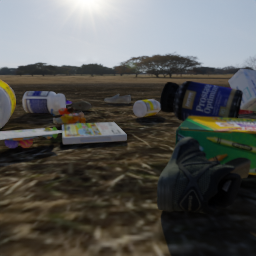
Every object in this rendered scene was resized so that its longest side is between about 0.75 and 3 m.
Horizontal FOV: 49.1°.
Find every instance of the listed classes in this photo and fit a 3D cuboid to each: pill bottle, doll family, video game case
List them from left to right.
[{"bbox_3d":[-4.440,-0.798,8.915,1.537,1.537,2.813,-3,12,-17],"label":"pill bottle"},{"bbox_3d":[-3.585,-1.104,12.060,1.613,0.934,0.934,2,11,7],"label":"pill bottle"},{"bbox_3d":[-1.867,-0.274,9.154,0.855,0.621,1.377,-5,-8,13],"label":"doll family"},{"bbox_3d":[-1.006,0.117,7.777,1.602,0.201,1.760,-3,12,-13],"label":"video game case"},{"bbox_3d":[0.797,-0.807,11.266,0.653,0.653,1.195,9,14,39],"label":"pill bottle"},{"bbox_3d":[1.896,-0.633,7.398,1.947,1.089,1.089,15,16,23],"label":"pill bottle"}]

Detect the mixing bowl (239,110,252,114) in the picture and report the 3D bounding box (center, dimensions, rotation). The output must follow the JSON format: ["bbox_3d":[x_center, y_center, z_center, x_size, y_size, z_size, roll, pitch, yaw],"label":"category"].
[{"bbox_3d":[4.644,-1.286,12.718,1.961,1.062,1.961,1,11,0],"label":"mixing bowl"}]

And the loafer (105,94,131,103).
[{"bbox_3d":[-0.594,-1.685,16.060,1.512,0.528,0.529,-1,11,-4],"label":"loafer"}]

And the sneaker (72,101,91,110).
[{"bbox_3d":[-2.052,-1.090,13.286,1.125,0.421,0.598,6,15,35],"label":"sneaker"}]

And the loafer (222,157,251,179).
[{"bbox_3d":[1.463,0.748,4.291,0.966,0.326,0.367,-17,10,-6],"label":"loafer"}]

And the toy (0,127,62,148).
[{"bbox_3d":[-2.430,0.258,6.603,1.568,0.370,0.903,-11,13,-37],"label":"toy"}]

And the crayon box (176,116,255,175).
[{"bbox_3d":[2.309,0.300,5.341,2.566,0.748,1.524,4,12,19],"label":"crayon box"}]

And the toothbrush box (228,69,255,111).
[{"bbox_3d":[4.101,-1.150,8.774,1.554,1.138,0.663,3,-31,-22],"label":"toothbrush box"}]

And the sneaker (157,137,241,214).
[{"bbox_3d":[1.034,0.638,3.926,0.959,0.640,1.674,7,19,17],"label":"sneaker"}]

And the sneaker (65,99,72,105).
[{"bbox_3d":[-3.478,-1.460,15.130,0.895,0.445,0.311,1,11,10],"label":"sneaker"}]
